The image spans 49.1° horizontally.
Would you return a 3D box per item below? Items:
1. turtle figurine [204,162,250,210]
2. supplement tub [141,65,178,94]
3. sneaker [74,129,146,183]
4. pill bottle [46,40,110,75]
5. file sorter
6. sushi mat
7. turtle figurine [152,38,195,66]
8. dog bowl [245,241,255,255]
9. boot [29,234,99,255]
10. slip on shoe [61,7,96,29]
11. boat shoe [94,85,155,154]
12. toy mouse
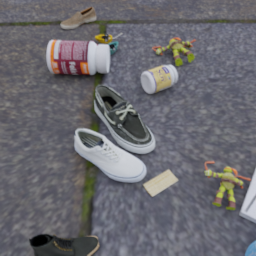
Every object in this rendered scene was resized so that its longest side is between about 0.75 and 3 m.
[{"bbox_3d":[2.563,1.465,7.115,1.406,0.453,1.134,22,63,-13],"label":"turtle figurine"},{"bbox_3d":[1.131,-1.776,10.152,1.144,0.832,0.832,-23,50,-21],"label":"supplement tub"},{"bbox_3d":[-0.601,0.739,7.679,2.344,0.830,0.856,22,59,22],"label":"sneaker"},{"bbox_3d":[-1.857,-2.664,10.721,2.208,1.261,1.261,3,46,3],"label":"pill bottle"},{"bbox_3d":[4.277,1.556,6.439,2.547,1.586,1.768,23,50,22],"label":"file sorter"},{"bbox_3d":[0.870,1.483,7.563,0.915,0.055,0.438,-26,53,-23],"label":"sushi mat"},{"bbox_3d":[2.164,-3.347,11.791,2.028,0.653,1.635,-12,47,-11],"label":"turtle figurine"},{"bbox_3d":[3.410,3.290,5.416,1.457,0.648,2.614,-10,47,-10],"label":"dog bowl"},{"bbox_3d":[-1.332,2.490,5.948,1.391,0.962,0.539,-14,45,-14],"label":"boot"},{"bbox_3d":[-2.461,-5.442,13.850,1.952,0.591,0.742,-26,51,-23],"label":"slip on shoe"},{"bbox_3d":[-0.228,-0.336,8.709,1.014,0.913,2.867,-29,52,-25],"label":"boat shoe"},{"bbox_3d":[-1.128,-3.464,12.096,1.946,0.376,1.729,-5,46,-4],"label":"toy mouse"}]
